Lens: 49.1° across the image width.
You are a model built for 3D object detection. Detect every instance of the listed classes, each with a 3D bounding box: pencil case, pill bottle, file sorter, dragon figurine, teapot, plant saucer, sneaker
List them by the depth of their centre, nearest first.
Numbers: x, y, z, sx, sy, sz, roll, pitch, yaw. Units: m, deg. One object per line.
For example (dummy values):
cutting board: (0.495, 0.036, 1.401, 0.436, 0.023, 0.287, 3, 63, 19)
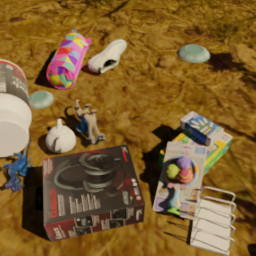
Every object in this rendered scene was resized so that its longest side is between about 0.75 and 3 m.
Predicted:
file sorter: (1.994, 2.101, 6.485, 0.856, 0.768, 1.234, 12, 45, 11)
dragon figurine: (-2.912, 1.049, 7.759, 0.776, 0.459, 1.561, 20, 51, 18)
teapot: (-2.015, 0.256, 8.311, 0.943, 0.689, 0.931, 20, 38, 26)
pill bottle: (-3.916, -0.653, 8.587, 1.735, 1.735, 2.995, -13, 46, -13)
dragon figurine: (-1.357, -0.199, 8.852, 0.589, 0.995, 2.002, -13, 30, -31)
plant saucer: (-3.204, -1.079, 10.132, 0.973, 0.187, 0.973, 0, 45, 0)
pencil case: (-2.337, -2.749, 11.139, 1.224, 1.224, 2.770, 5, 47, 5)
sneaker: (-0.691, -2.894, 11.655, 0.758, 0.782, 2.143, 34, 63, 21)
plant saucer: (2.906, -3.374, 12.404, 1.439, 0.277, 1.439, 0, 45, 0)

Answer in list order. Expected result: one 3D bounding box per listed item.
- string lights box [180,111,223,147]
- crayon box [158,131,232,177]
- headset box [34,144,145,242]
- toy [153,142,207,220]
string lights box: (2.093, 0.010, 8.057, 0.567, 0.325, 1.103, -34, 51, -27)
crayon box: (1.944, 0.653, 8.078, 1.182, 0.580, 1.990, 34, 54, 30)
headset box: (-1.016, 1.548, 6.898, 2.485, 0.960, 1.849, -8, 46, -9)
toy: (1.282, 1.228, 7.012, 1.070, 0.439, 1.858, 7, 72, 24)
